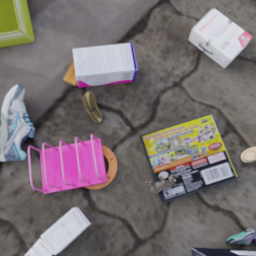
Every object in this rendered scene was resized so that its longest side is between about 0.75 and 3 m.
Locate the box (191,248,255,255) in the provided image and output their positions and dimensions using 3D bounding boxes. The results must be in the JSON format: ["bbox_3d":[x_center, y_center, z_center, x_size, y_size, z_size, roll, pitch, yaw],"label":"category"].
[{"bbox_3d":[3.324,4.750,7.354,2.986,1.554,2.719,3,76,-4],"label":"box"}]

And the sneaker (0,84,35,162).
[{"bbox_3d":[-3.608,-0.139,9.265,1.122,1.008,2.598,10,80,-11],"label":"sneaker"}]

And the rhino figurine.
[{"bbox_3d":[1.070,1.701,8.592,1.024,0.306,0.448,-23,95,7],"label":"rhino figurine"}]

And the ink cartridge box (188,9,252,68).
[{"bbox_3d":[3.275,-3.229,10.108,1.752,0.743,1.276,43,79,9],"label":"ink cartridge box"}]

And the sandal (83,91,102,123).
[{"bbox_3d":[-1.221,-0.695,9.658,0.456,0.307,1.136,-25,90,-1],"label":"sandal"}]

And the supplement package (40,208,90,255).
[{"bbox_3d":[-1.837,3.056,8.385,1.231,0.674,0.700,-40,78,-10],"label":"supplement package"}]

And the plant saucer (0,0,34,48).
[{"bbox_3d":[-4.616,-3.983,10.124,1.986,0.476,1.989,-11,95,-3],"label":"plant saucer"}]

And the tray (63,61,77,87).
[{"bbox_3d":[-1.868,-2.035,10.066,0.504,0.189,1.021,24,75,6],"label":"tray"}]

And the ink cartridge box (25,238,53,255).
[{"bbox_3d":[-2.659,3.799,8.355,0.593,0.335,0.808,40,78,10],"label":"ink cartridge box"}]

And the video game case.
[{"bbox_3d":[1.919,0.943,9.162,2.561,0.327,2.314,-17,75,-4],"label":"video game case"}]

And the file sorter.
[{"bbox_3d":[-1.839,1.084,8.521,2.038,1.278,1.416,-11,74,2],"label":"file sorter"}]

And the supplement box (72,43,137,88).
[{"bbox_3d":[-0.799,-2.103,9.547,2.012,1.018,1.040,-9,78,-8],"label":"supplement box"}]

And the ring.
[{"bbox_3d":[-1.083,1.265,9.136,1.464,0.140,1.464,-1,74,4],"label":"ring"}]

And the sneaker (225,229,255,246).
[{"bbox_3d":[3.449,3.427,8.461,0.975,0.363,0.427,-20,80,-6],"label":"sneaker"}]

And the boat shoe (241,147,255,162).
[{"bbox_3d":[4.286,0.780,9.158,1.193,0.413,0.440,-21,76,-6],"label":"boat shoe"}]
